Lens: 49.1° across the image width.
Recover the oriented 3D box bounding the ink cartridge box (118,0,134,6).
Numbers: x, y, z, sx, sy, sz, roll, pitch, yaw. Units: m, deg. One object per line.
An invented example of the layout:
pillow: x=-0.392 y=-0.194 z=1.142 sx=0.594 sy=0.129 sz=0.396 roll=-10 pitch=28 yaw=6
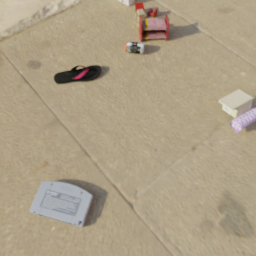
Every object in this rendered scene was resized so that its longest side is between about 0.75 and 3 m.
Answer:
ink cartridge box: x=-0.248 y=-7.356 z=15.337 sx=1.166 sy=0.843 sz=0.491 roll=37 pitch=65 yaw=21

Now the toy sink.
toy sink: x=4.103 y=-0.874 z=10.808 sx=1.105 sy=0.619 sz=0.720 roll=-27 pitch=47 yaw=-19

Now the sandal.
sandal: x=-2.243 y=-2.414 z=12.401 sx=2.148 sy=0.484 sz=0.807 roll=-13 pitch=58 yaw=-8

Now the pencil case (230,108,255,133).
pencil case: x=4.540 y=-0.294 z=10.689 sx=1.247 sy=0.533 sz=0.523 roll=-27 pitch=24 yaw=-16

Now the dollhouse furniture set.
dollhouse furniture set: x=1.128 y=-5.556 z=14.056 sx=1.405 sy=1.062 sz=2.612 roll=-5 pitch=58 yaw=-3

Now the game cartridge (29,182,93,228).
game cartridge: x=-2.185 y=2.480 z=9.384 sx=1.861 sy=0.377 sz=1.241 roll=14 pitch=62 yaw=8

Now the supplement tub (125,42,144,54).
supplement tub: x=0.301 y=-3.791 z=13.254 sx=0.861 sy=0.528 sz=0.528 roll=8 pitch=58 yaw=5
